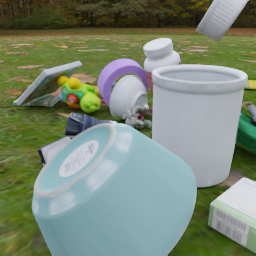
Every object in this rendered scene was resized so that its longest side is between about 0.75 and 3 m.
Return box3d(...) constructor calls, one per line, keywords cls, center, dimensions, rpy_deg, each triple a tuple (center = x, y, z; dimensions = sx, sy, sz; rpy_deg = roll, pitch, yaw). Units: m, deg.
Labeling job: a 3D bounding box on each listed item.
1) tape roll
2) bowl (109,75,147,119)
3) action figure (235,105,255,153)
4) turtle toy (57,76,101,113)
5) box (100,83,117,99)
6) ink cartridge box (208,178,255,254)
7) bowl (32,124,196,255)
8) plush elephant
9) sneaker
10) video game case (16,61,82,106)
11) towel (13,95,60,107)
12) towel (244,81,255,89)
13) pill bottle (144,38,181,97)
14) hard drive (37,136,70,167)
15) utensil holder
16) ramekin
box3d(cls="tape roll", center=(-0.159, -1.510, 9.871), dimensions=(1.748, 1.748, 0.574), rpy_deg=(-9, 39, -21))
box3d(cls="bowl", center=(0.149, -0.869, 8.874), dimensions=(0.670, 1.490, 1.490), rpy_deg=(25, 32, 31))
box3d(cls="action figure", center=(2.908, 0.002, 6.851), dimensions=(0.819, 1.769, 2.995), rpy_deg=(-42, 46, -7))
box3d(cls="turtle toy", center=(-1.668, -1.118, 9.905), dimensions=(1.935, 0.978, 1.410), rpy_deg=(18, 0, 45))
box3d(cls="box", center=(-0.676, -1.451, 11.002), dimensions=(0.823, 0.609, 0.430), rpy_deg=(-3, 17, -13))
box3d(cls="ink cartridge box", center=(2.657, 1.344, 4.688), dimensions=(2.244, 0.538, 1.633), rpy_deg=(-21, 30, -38))
box3d(cls="bowl", center=(-0.374, 0.792, 3.760), dimensions=(2.256, 1.180, 2.256), rpy_deg=(-31, 23, 15))
box3d(cls="plush elephant", center=(0.214, -0.226, 8.240), dimensions=(0.908, 0.748, 0.703), rpy_deg=(1, 28, 9))
box3d(cls="sneaker", center=(-0.765, 0.211, 6.610), dimensions=(1.377, 0.724, 1.905), rpy_deg=(13, 12, -22))
box3d(cls="video game case", center=(-2.871, -1.659, 10.322), dimensions=(1.906, 0.231, 2.094), rpy_deg=(-35, 3, 32))
box3d(cls="towel", center=(-3.551, -1.064, 10.998), dimensions=(1.527, 0.234, 1.139), rpy_deg=(0, 20, 6))
box3d(cls="towel", center=(6.174, -1.926, 13.086), dimensions=(2.498, 0.226, 1.075), rpy_deg=(8, 29, 15))
box3d(cls="pill bottle", center=(1.173, -1.739, 9.015), dimensions=(1.147, 2.045, 1.147), rpy_deg=(-14, 34, 10))
box3d(cls="hard drive", center=(-1.587, 0.597, 6.336), dimensions=(0.161, 0.594, 0.850), rpy_deg=(-7, 13, 36))
box3d(cls="utensil holder", center=(1.386, -0.117, 5.957), dimensions=(1.836, 2.160, 1.836), rpy_deg=(0, 23, 0))
box3d(cls="ramekin", center=(3.228, -3.890, 9.556), dimensions=(0.893, 1.833, 1.833), rpy_deg=(34, 29, 5))
